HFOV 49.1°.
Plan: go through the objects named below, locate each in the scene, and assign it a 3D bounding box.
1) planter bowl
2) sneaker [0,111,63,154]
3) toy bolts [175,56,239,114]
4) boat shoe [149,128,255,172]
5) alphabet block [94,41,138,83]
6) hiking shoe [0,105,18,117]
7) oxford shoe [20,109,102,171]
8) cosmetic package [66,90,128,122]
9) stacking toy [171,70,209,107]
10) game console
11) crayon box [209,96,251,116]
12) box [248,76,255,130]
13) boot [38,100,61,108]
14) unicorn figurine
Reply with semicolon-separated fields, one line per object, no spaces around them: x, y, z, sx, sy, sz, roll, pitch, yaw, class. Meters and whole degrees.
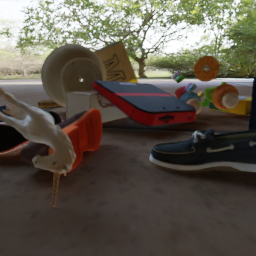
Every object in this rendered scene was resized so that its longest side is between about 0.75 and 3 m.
-1.795;-1.751;9.964;2.388;2.388;1.607;-5;16;-20;planter bowl
-2.207;0.163;5.733;1.828;0.610;0.980;-16;-6;-9;sneaker
2.645;-1.293;9.666;2.060;1.967;1.429;-25;21;5;toy bolts
1.404;0.307;4.692;2.086;0.629;0.789;-1;17;3;boat shoe
-0.657;-2.397;12.280;1.783;1.816;1.773;-22;-9;5;alphabet block
-3.740;-0.472;8.815;1.198;0.446;0.519;3;12;15;hiking shoe
-1.100;0.104;5.288;0.848;0.832;2.338;1;12;14;oxford shoe
-0.846;-0.733;8.913;1.077;0.909;2.085;10;16;34;cosmetic package
2.132;-1.374;9.487;1.300;0.405;1.725;40;13;-6;stacking toy
0.560;-0.801;8.421;2.676;0.415;2.367;-5;31;-45;game console
4.243;-0.874;10.524;1.253;0.514;1.992;-8;15;-30;crayon box
4.476;-0.441;6.267;2.689;1.439;1.996;-5;13;-24;box
-3.360;-1.104;12.048;1.031;0.341;0.903;-7;14;-26;boot
-1.313;-0.002;3.850;1.270;0.683;1.849;34;13;-21;unicorn figurine
